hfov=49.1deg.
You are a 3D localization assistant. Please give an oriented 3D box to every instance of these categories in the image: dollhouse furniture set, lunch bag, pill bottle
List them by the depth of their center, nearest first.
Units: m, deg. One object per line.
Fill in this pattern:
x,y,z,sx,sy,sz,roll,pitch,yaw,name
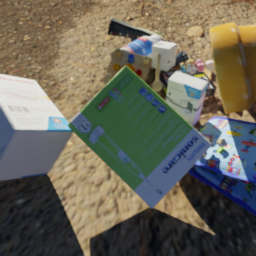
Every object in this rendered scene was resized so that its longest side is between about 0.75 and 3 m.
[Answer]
2.024,0.518,7.602,0.756,0.954,0.677,14,90,-12,dollhouse furniture set
2.833,0.690,7.763,2.860,1.345,2.153,25,54,34,lunch bag
0.525,-3.030,11.250,1.052,1.052,1.875,34,55,28,pill bottle

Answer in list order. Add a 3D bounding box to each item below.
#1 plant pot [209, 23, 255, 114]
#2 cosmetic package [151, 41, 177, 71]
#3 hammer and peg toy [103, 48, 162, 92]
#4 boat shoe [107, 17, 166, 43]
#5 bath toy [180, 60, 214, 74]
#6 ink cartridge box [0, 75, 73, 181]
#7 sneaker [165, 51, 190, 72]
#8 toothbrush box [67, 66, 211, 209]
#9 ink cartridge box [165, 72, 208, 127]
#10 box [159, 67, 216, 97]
3.803,-1.884,8.044,2.377,2.596,2.596,-10,43,22,plant pot
1.340,-2.702,10.520,0.702,0.850,0.701,19,40,28,cosmetic package
0.293,-1.995,10.110,2.074,0.731,1.525,16,78,7,hammer and peg toy
0.376,-4.071,12.388,2.621,0.821,0.959,16,17,-5,boat shoe
2.587,-2.297,10.397,1.211,0.527,0.448,-6,17,1,bath toy
-2.999,-0.076,7.452,1.704,1.696,2.322,2,39,-53,ink cartridge box
1.941,-2.657,11.104,0.829,0.436,1.148,-2,35,47,sneaker
0.253,0.223,6.909,2.757,1.187,2.008,43,87,7,toothbrush box
1.797,-0.890,8.909,1.081,1.476,0.634,24,46,22,ink cartridge box
2.140,-1.615,10.377,1.743,0.386,1.396,-12,48,-11,box
